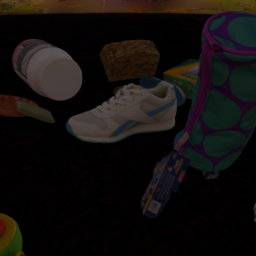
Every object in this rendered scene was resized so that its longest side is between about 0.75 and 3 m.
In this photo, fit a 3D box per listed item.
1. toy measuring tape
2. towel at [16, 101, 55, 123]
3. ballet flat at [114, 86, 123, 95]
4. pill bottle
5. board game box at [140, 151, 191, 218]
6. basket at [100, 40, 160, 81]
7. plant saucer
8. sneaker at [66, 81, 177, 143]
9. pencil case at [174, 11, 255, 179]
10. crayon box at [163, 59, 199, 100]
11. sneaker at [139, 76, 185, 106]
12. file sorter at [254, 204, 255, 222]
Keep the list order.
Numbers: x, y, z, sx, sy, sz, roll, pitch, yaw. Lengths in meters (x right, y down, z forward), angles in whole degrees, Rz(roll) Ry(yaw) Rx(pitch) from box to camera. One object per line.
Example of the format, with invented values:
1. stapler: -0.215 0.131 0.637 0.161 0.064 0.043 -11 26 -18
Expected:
1. toy measuring tape: -2.112 1.407 3.824 2.154 0.793 0.793 15 30 30
2. towel: -2.518 -0.429 7.586 1.022 0.186 0.758 22 11 -31
3. ballet flat: 0.122 -1.097 9.077 1.375 0.486 0.486 12 29 30
4. pill bottle: -2.790 -2.006 9.610 1.670 1.670 2.884 -16 32 -29
5. board game box: 0.556 0.880 4.519 0.313 1.015 1.014 26 -3 2
6. basket: 0.020 -2.477 9.301 1.738 1.241 1.295 -9 57 -14
7. plant saucer: -3.407 -0.628 8.113 1.484 0.240 1.484 13 17 -4
8. sneaker: -0.112 -0.441 6.963 2.955 1.193 1.130 -14 29 -27
9. pencil case: 1.570 -0.403 4.734 1.336 2.891 1.230 -12 51 -11
10. crayon box: 2.525 -1.557 9.363 1.449 0.711 2.440 -31 37 -25
11. sneaker: 1.202 -1.238 9.185 0.714 0.676 1.768 3 26 -49
12. file sorter: 2.363 1.278 4.073 0.578 0.518 0.832 -46 44 -15
